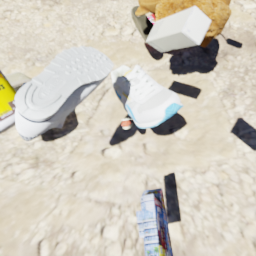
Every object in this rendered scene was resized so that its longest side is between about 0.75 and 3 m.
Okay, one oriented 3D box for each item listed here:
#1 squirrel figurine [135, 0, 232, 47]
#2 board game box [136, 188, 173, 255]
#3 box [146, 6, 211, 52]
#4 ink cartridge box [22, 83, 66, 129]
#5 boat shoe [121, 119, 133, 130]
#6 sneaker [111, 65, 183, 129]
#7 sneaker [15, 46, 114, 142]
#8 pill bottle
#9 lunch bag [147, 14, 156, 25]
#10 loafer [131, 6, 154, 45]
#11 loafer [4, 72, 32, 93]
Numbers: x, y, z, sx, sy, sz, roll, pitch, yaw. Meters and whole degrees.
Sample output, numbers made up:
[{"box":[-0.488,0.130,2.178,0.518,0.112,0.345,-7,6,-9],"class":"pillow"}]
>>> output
[{"box":[1.394,-3.238,7.452,2.358,1.788,2.526,21,33,-4],"class":"squirrel figurine"},{"box":[0.354,1.338,4.004,0.329,1.066,1.065,-12,61,13],"class":"board game box"},{"box":[0.849,-1.707,4.988,0.502,0.418,1.222,-63,26,-2],"class":"box"},{"box":[-2.554,-0.683,8.451,1.302,0.942,0.959,5,49,4],"class":"ink cartridge box"},{"box":[-0.014,-0.084,6.566,0.272,0.764,0.239,-11,89,6],"class":"boat shoe"},{"box":[0.243,-0.737,6.015,0.945,0.998,2.471,-35,26,-10],"class":"sneaker"},{"box":[-0.946,-0.575,4.256,0.734,0.773,1.921,37,51,9],"class":"sneaker"},{"box":[-3.051,-0.815,5.871,1.056,1.056,1.932,-38,100,-29],"class":"pill bottle"},{"box":[1.510,-4.044,11.597,1.729,0.804,1.963,-18,50,-9],"class":"lunch bag"},{"box":[0.529,-3.344,9.223,0.514,0.456,1.352,-28,97,-5],"class":"loafer"},{"box":[-4.249,-1.180,8.981,2.475,0.936,0.845,-16,48,-26],"class":"loafer"}]
